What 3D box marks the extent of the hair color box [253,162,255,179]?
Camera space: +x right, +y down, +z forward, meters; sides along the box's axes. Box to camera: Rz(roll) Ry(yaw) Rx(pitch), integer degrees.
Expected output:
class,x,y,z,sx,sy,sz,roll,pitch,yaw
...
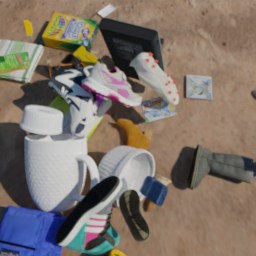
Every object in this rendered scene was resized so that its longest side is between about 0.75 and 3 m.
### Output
class,x,y,z,sx,sy,sz,roll,pitch,yaw
hair color box,5.406,1.494,9.632,1.872,1.023,0.607,12,63,5

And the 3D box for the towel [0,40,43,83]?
class,x,y,z,sx,sy,sz,roll,pitch,yaw
towel,-5.310,-2.982,12.306,2.739,0.420,2.043,9,62,7

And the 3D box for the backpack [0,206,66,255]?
class,x,y,z,sx,sy,sz,roll,pitch,yaw
backpack,-3.057,3.591,8.081,1.942,2.005,2.389,7,67,11

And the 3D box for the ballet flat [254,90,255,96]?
class,x,y,z,sx,sy,sz,roll,pitch,yaw
ballet flat,5.707,-1.207,11.343,0.479,0.405,1.266,-41,70,-17

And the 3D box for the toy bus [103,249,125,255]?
class,x,y,z,sx,sy,sz,roll,pitch,yaw
toy bus,-0.616,4.586,7.269,1.783,2.523,2.628,33,66,17

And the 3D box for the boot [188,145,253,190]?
class,x,y,z,sx,sy,sz,roll,pitch,yaw
boot,3.265,1.586,9.847,2.062,0.748,1.875,21,67,3

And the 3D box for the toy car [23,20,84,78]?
class,x,y,z,sx,sy,sz,roll,pitch,yaw
toy car,-2.638,-2.754,10.293,1.341,0.910,2.733,-28,111,-10

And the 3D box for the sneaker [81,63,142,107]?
class,x,y,z,sx,sy,sz,roll,pitch,yaw
sneaker,-0.338,-1.388,9.166,0.941,2.312,1.020,23,92,46

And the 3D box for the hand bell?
class,x,y,z,sx,sy,sz,roll,pitch,yaw
hand bell,0.935,2.283,9.592,0.663,0.663,1.273,23,78,11

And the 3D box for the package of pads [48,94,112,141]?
class,x,y,z,sx,sy,sz,roll,pitch,yaw
package of pads,-2.063,-0.573,10.774,1.907,0.842,2.468,27,66,13

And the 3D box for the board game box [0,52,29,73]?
class,x,y,z,sx,sy,sz,roll,pitch,yaw
board game box,-4.996,-2.738,11.802,1.680,0.252,0.802,-12,63,-1

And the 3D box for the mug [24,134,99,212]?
class,x,y,z,sx,sy,sz,roll,pitch,yaw
mug,-2.012,1.428,8.804,2.577,1.902,2.259,5,97,30

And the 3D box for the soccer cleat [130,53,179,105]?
class,x,y,z,sx,sy,sz,roll,pitch,yaw
soccer cleat,0.926,-1.570,9.335,2.128,0.825,0.737,48,50,-22

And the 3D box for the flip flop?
class,x,y,z,sx,sy,sz,roll,pitch,yaw
flip flop,0.170,2.364,7.561,0.625,0.444,1.541,-20,49,-8

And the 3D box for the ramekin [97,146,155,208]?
class,x,y,z,sx,sy,sz,roll,pitch,yaw
ramekin,-0.118,1.535,9.128,1.046,1.993,1.993,20,62,37

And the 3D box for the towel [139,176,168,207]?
class,x,y,z,sx,sy,sz,roll,pitch,yaw
towel,0.781,1.897,8.520,0.282,1.163,0.649,27,87,-24

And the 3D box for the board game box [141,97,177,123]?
class,x,y,z,sx,sy,sz,roll,pitch,yaw
board game box,1.087,-0.703,10.009,1.141,0.197,0.772,-15,95,7

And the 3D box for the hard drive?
class,x,y,z,sx,sy,sz,roll,pitch,yaw
hard drive,0.247,-2.586,10.049,2.020,2.895,0.476,20,74,19

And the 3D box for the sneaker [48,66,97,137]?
class,x,y,z,sx,sy,sz,roll,pitch,yaw
sneaker,-1.975,-0.970,9.476,1.751,1.074,2.691,5,68,9

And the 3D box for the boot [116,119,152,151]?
class,x,y,z,sx,sy,sz,roll,pitch,yaw
boot,0.093,0.364,10.482,1.512,0.532,1.082,22,65,6

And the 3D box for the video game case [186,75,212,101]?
class,x,y,z,sx,sy,sz,roll,pitch,yaw
video game case,2.968,-1.695,11.739,1.058,0.128,1.161,5,64,3

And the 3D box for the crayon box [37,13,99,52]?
class,x,y,z,sx,sy,sz,roll,pitch,yaw
crayon box,-2.786,-4.342,12.780,2.504,0.646,1.574,13,64,7

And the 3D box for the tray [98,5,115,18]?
class,x,y,z,sx,sy,sz,roll,pitch,yaw
tray,-1.053,-5.734,13.790,0.451,0.093,0.839,41,71,19

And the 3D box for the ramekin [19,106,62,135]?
class,x,y,z,sx,sy,sz,roll,pitch,yaw
ramekin,-2.662,-0.264,8.708,1.288,1.288,0.628,15,102,7

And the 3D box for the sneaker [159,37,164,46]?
class,x,y,z,sx,sy,sz,roll,pitch,yaw
sneaker,0.792,-3.086,11.176,1.473,0.720,0.521,-36,77,-12

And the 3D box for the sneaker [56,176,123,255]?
class,x,y,z,sx,sy,sz,roll,pitch,yaw
sneaker,-0.665,2.540,7.670,1.446,1.001,2.394,40,96,-25

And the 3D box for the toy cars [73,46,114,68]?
class,x,y,z,sx,sy,sz,roll,pitch,yaw
toy cars,-0.886,-2.755,12.014,2.912,0.645,1.305,2,77,-3
